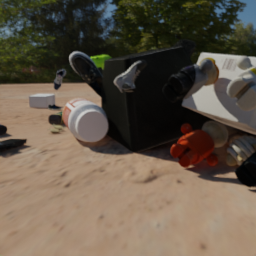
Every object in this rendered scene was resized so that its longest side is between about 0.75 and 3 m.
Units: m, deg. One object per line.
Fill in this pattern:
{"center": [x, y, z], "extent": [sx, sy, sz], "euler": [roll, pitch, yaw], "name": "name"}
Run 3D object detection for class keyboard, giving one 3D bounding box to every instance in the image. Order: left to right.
{"center": [-3.780, 0.589, 8.163], "extent": [1.050, 0.224, 1.748], "euler": [-1, 11, 28], "name": "keyboard"}

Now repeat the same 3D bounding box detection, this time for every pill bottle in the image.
{"center": [-1.470, -0.265, 9.614], "extent": [1.304, 1.304, 2.325], "euler": [-4, 13, -19], "name": "pill bottle"}

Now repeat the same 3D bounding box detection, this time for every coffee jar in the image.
{"center": [-3.032, -0.423, 12.323], "extent": [0.582, 0.476, 1.115], "euler": [4, 12, 13], "name": "coffee jar"}

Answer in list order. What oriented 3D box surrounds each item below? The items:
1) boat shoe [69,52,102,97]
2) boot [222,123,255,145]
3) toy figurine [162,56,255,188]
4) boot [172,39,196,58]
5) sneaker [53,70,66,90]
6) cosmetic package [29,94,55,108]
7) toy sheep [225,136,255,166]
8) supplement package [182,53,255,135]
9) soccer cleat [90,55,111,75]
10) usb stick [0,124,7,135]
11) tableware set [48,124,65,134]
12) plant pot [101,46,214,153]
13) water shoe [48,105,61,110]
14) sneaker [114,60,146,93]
{"center": [-1.369, -1.987, 10.850], "extent": [0.776, 2.261, 0.640], "euler": [-40, 36, 5], "name": "boat shoe"}
{"center": [3.197, 0.253, 8.749], "extent": [1.931, 0.678, 1.412], "euler": [-1, 16, 14], "name": "boot"}
{"center": [2.297, -0.286, 6.275], "extent": [1.851, 2.619, 2.660], "euler": [-26, 22, -35], "name": "toy figurine"}
{"center": [2.111, -2.546, 12.821], "extent": [1.098, 2.181, 2.918], "euler": [32, 48, 22], "name": "boot"}
{"center": [-3.272, -2.276, 13.191], "extent": [0.371, 1.059, 0.574], "euler": [23, 5, -8], "name": "sneaker"}
{"center": [-5.489, -1.735, 17.936], "extent": [1.214, 0.749, 1.218], "euler": [2, 12, 11], "name": "cosmetic package"}
{"center": [2.869, 0.555, 6.891], "extent": [1.086, 0.749, 0.749], "euler": [-36, 12, 3], "name": "toy sheep"}
{"center": [3.090, -0.813, 7.519], "extent": [2.170, 1.596, 2.075], "euler": [16, 7, -40], "name": "supplement package"}
{"center": [-1.249, -2.364, 13.518], "extent": [1.165, 2.875, 0.971], "euler": [2, 56, 1], "name": "soccer cleat"}
{"center": [-5.445, -0.084, 10.880], "extent": [0.686, 0.403, 2.475], "euler": [-11, 16, -42], "name": "usb stick"}
{"center": [-2.752, 0.082, 10.738], "extent": [0.505, 0.153, 0.764], "euler": [12, 18, 1], "name": "tableware set"}
{"center": [0.658, -1.188, 9.406], "extent": [2.997, 2.659, 2.990], "euler": [-18, 17, -19], "name": "plant pot"}
{"center": [-4.340, -1.221, 16.519], "extent": [0.831, 0.328, 0.297], "euler": [2, 12, 11], "name": "water shoe"}
{"center": [0.155, -1.233, 7.131], "extent": [0.984, 0.568, 0.369], "euler": [-35, -24, 15], "name": "sneaker"}
